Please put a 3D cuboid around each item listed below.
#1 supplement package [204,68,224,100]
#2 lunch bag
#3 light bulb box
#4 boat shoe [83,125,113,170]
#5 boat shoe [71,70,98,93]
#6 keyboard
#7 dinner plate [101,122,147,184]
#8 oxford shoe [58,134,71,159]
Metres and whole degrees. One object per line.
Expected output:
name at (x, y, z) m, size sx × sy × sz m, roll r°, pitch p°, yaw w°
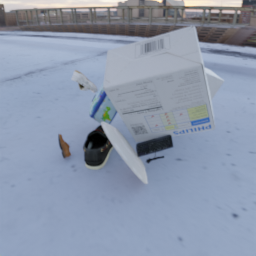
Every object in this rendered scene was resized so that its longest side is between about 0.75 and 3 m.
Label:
supplement package at (2.781, -1.540, 11.645) m, size 1.157 × 1.908 × 1.142 m, roll 13°, pitch 29°, yaw -33°
lunch bag at (-0.758, -1.244, 11.378) m, size 1.015 × 1.979 × 2.462 m, roll 30°, pitch 11°, yaw -12°
light bulb box at (1.084, -1.194, 8.906) m, size 2.828 × 2.853 × 1.780 m, roll -10°, pitch 51°, yaw 17°
boat shoe at (-1.066, 0.489, 10.665) m, size 0.988 × 0.846 × 2.701 m, roll 1°, pitch 26°, yaw 6°
boat shoe at (-1.538, -1.495, 9.710) m, size 0.456 × 0.446 × 1.288 m, roll 26°, pitch -8°, yaw 35°
keyboard at (0.897, 0.740, 9.214) m, size 1.279 × 0.813 × 0.132 m, roll -15°, pitch 18°, yaw -13°
dinner plate at (-0.031, 0.712, 8.788) m, size 0.290 × 2.389 × 2.389 m, roll -35°, pitch 31°, yaw 2°
oxford shoe at (-2.353, 0.647, 10.334) m, size 0.344 × 0.344 × 0.966 m, roll -16°, pitch 73°, yaw -23°
